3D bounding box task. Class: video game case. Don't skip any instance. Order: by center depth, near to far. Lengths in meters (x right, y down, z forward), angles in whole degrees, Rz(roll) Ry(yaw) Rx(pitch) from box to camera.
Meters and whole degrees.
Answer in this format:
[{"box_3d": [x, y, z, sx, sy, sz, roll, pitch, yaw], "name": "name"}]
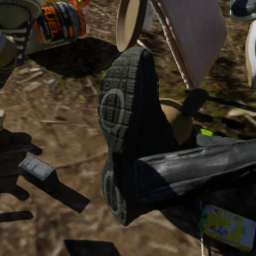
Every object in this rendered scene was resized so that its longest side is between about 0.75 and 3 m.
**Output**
[{"box_3d": [0.323, -3.841, 8.912, 1.176, 1.066, 0.267, 26, 37, 9], "name": "video game case"}]

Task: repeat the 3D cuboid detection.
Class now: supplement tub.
[{"box_3d": [-3.118, -4.032, 11.176, 2.615, 1.602, 1.602, -24, 51, -20], "name": "supplement tub"}]

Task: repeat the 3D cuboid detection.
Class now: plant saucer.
[{"box_3d": [0.057, -2.199, 5.406, 0.217, 1.474, 1.474, 5, 45, -17], "name": "plant saucer"}]

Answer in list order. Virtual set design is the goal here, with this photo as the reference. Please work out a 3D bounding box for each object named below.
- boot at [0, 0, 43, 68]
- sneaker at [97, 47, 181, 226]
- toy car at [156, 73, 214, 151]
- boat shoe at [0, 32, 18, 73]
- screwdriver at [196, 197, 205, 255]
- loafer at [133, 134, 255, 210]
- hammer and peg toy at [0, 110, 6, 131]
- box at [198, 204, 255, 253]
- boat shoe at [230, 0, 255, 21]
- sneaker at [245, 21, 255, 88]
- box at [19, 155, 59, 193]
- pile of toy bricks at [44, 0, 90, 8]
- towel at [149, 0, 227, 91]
[{"box_3d": [-2.326, -1.936, 5.684, 1.025, 1.273, 2.817, 2, 6, -21], "name": "boot"}, {"box_3d": [0.248, 0.148, 4.683, 1.317, 2.902, 1.102, -10, 23, -28], "name": "sneaker"}, {"box_3d": [1.007, -0.186, 6.869, 2.168, 2.639, 2.082, 21, 51, 18], "name": "toy car"}, {"box_3d": [-1.770, -0.965, 3.757, 0.511, 0.570, 1.539, 25, -1, -24], "name": "boat shoe"}, {"box_3d": [1.628, 2.195, 6.302, 0.213, 0.205, 1.467, 28, 44, -12], "name": "screwdriver"}, {"box_3d": [1.114, 0.404, 3.595, 2.275, 0.773, 0.799, -19, 60, 15], "name": "loafer"}, {"box_3d": [-4.569, 0.525, 7.367, 2.049, 0.982, 2.785, 1, 47, -1], "name": "hammer and peg toy"}, {"box_3d": [2.188, 2.211, 6.262, 1.148, 0.278, 0.674, 21, 51, 15], "name": "box"}, {"box_3d": [3.279, -3.811, 7.568, 1.110, 0.917, 2.966, -6, 38, 28], "name": "boat shoe"}, {"box_3d": [3.214, -1.706, 5.876, 1.271, 0.821, 2.344, 1, 42, 29], "name": "sneaker"}, {"box_3d": [-2.226, 1.147, 7.021, 0.816, 0.606, 0.437, 25, 52, 21], "name": "box"}, {"box_3d": [-1.272, -3.936, 7.600, 1.344, 2.422, 1.196, -7, 71, -44], "name": "pile of toy bricks"}, {"box_3d": [1.620, -2.664, 6.901, 0.426, 2.527, 2.645, -2, 41, 42], "name": "towel"}]
